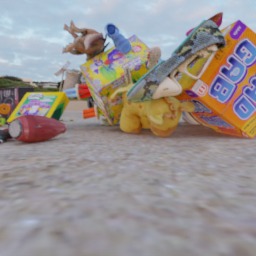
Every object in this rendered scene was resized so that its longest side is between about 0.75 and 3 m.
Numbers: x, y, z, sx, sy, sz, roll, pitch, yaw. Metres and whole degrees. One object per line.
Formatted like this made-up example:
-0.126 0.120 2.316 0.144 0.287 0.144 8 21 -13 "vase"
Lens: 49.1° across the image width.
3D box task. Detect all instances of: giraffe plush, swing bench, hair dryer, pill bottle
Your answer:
0.833 -0.565 8.258 1.928 2.052 2.378 36 -12 39 "giraffe plush"
-2.319 -1.885 11.938 0.742 1.138 1.144 19 15 11 "swing bench"
-2.882 0.001 7.252 2.586 0.702 1.969 -1 3 -23 "hair dryer"
3.234 -0.970 12.574 1.631 1.631 3.000 1 1 7 "pill bottle"

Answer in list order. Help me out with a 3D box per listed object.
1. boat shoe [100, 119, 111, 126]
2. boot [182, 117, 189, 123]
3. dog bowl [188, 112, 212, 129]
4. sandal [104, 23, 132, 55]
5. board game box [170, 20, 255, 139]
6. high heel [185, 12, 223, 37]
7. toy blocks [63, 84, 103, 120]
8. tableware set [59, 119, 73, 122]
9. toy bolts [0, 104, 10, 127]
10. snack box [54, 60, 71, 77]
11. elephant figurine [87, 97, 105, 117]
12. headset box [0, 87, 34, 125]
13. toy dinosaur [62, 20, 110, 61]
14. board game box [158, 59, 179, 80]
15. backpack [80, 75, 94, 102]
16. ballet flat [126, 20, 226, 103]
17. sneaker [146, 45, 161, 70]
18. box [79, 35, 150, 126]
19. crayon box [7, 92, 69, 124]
-0.923 -0.316 13.319 0.419 0.376 1.133 3 6 24 "boat shoe"
3.872 -0.607 15.155 1.867 0.680 1.451 0 4 14 "boot"
3.188 -1.324 10.304 2.721 2.721 1.003 0 4 -6 "dog bowl"
-0.328 -2.581 8.046 0.466 1.173 0.511 -42 -15 12 "sandal"
2.996 -1.354 8.575 2.304 2.306 2.304 36 -1 -8 "board game box"
2.628 -3.540 9.642 0.627 0.895 1.861 37 41 21 "high heel"
-1.512 -0.996 10.806 1.804 1.504 0.655 -8 1 3 "toy blocks"
-3.688 -0.464 16.880 0.883 0.135 0.595 2 5 18 "tableware set"
-5.325 -0.456 12.313 1.077 1.029 0.747 18 -12 -30 "toy bolts"
-3.103 -2.785 13.163 0.230 0.618 0.869 41 -29 -27 "snack box"
-1.380 -1.537 13.900 2.327 1.805 1.646 33 24 23 "elephant figurine"
-5.474 -1.066 13.724 2.430 1.806 0.911 2 7 39 "headset box"
-1.158 -2.635 8.712 1.590 1.007 2.346 6 8 -23 "toy dinosaur"
1.176 -2.685 13.245 1.913 0.504 2.500 38 -6 -16 "board game box"
-0.900 -2.242 11.832 1.494 2.034 1.861 44 20 11 "backpack"
1.229 -1.408 6.991 2.872 1.066 1.066 -43 -4 11 "ballet flat"
0.718 -2.069 7.898 0.395 0.420 1.025 9 -21 -1 "sneaker"
-0.169 -1.549 9.456 2.146 1.309 2.067 -32 -31 -10 "box"
-3.330 -0.627 10.484 1.817 0.530 1.568 2 49 22 "crayon box"
